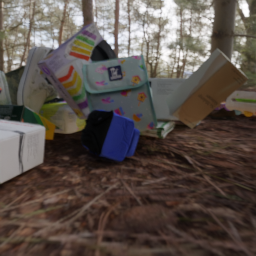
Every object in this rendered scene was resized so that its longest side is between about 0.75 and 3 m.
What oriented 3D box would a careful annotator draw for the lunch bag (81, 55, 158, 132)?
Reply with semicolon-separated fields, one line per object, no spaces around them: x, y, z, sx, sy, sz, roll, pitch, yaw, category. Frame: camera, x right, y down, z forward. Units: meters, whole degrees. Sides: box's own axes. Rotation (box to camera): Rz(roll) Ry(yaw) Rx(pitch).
-0.238;-0.898;7.847;1.823;2.140;1.305;-10;6;2;lunch bag

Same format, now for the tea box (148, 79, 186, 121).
1.166;-0.981;10.155;2.066;1.381;2.033;3;2;16;tea box

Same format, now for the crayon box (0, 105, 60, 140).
-2.913;-0.085;7.889;1.226;0.491;1.931;2;-16;16;crayon box

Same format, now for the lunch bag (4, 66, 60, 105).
-3.974;-1.359;10.225;2.409;1.417;1.976;-17;7;19;lunch bag

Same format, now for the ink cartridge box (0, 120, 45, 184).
-2.606;0.392;5.004;1.413;0.815;1.948;8;10;12;ink cartridge box

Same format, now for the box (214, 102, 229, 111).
5.622;-1.109;14.738;1.283;0.367;1.876;-10;15;-40;box

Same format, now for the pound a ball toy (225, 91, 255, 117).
5.852;-0.868;12.635;1.562;1.018;2.396;23;-4;-34;pound a ball toy

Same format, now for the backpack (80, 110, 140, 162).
-0.471;0.196;6.537;1.096;1.062;1.307;27;-7;-35;backpack

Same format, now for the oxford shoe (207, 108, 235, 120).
3.967;-0.639;12.032;1.223;0.516;0.444;2;13;15;oxford shoe

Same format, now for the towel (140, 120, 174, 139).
0.230;-0.003;9.435;2.406;0.369;1.795;2;9;19;towel

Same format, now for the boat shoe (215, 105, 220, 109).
2.907;-0.759;12.203;2.380;0.843;0.825;-15;-14;-25;boat shoe

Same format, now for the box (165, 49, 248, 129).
1.991;-0.984;7.335;0.909;1.914;0.744;29;29;-28;box

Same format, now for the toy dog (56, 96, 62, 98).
-3.441;-1.546;13.742;2.319;1.117;1.529;3;-15;7;toy dog

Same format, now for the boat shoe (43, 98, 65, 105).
-3.431;-0.970;12.662;1.003;0.837;2.688;-10;9;-38;boat shoe

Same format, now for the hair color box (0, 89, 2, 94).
-3.904;-0.937;7.005;1.705;0.945;0.545;35;16;32;hair color box

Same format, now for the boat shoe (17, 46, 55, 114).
-2.592;-1.371;8.567;1.028;2.412;0.891;2;-16;21;boat shoe

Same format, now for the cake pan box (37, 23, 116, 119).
-1.284;-1.763;8.693;0.601;2.115;2.296;4;44;47;cake pan box

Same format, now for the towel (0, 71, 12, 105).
-4.469;-0.724;8.391;1.841;2.150;0.518;2;30;2;towel

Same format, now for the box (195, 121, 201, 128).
2.631;-0.669;10.726;0.306;1.050;1.534;8;14;21;box

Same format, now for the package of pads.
-2.124;-0.444;10.084;1.992;0.879;2.579;4;13;28;package of pads
